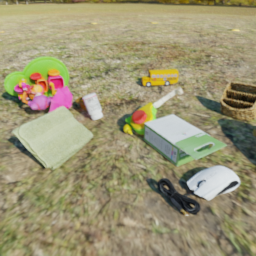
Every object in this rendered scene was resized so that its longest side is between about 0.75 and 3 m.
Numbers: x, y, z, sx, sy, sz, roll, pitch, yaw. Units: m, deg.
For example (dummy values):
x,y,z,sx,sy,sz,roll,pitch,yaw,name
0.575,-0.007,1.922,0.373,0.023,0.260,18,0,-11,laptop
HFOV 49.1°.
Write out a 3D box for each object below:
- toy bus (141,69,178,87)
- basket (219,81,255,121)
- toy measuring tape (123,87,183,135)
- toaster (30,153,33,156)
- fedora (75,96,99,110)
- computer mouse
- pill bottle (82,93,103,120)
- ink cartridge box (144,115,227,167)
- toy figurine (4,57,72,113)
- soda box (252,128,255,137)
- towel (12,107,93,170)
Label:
x,y,z,sx,sy,sz,roll,pitch,yaw,name
1.710,-2.735,15.296,1.959,0.767,0.638,-4,29,-7,toy bus
4.668,-1.125,11.702,1.131,1.180,1.584,-36,40,-27,basket
0.990,-0.485,10.374,2.655,0.977,0.977,-32,28,9,toy measuring tape
-3.050,0.487,9.640,0.875,0.519,0.792,-16,34,-28,toaster
-1.838,-1.102,12.627,1.120,0.457,1.120,-2,26,1,fedora
2.111,1.514,7.717,2.403,0.527,1.317,-17,34,-27,computer mouse
-1.439,-0.863,11.503,0.574,1.012,0.574,-18,15,5,pill bottle
1.789,0.499,9.344,1.345,0.768,2.591,-17,33,-28,ink cartridge box
-3.577,-1.466,11.914,2.907,2.182,2.675,-14,40,-22,toy figurine
5.076,0.092,10.619,0.813,0.275,0.260,-20,34,-32,soda box
-2.376,0.244,9.331,1.805,0.444,2.433,43,36,6,towel
